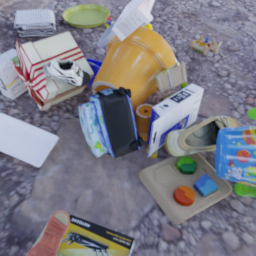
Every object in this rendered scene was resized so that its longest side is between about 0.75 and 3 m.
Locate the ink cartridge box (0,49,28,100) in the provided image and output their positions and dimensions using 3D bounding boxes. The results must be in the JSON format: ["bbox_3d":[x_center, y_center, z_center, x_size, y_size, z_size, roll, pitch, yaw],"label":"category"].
[{"bbox_3d":[-4.557,-2.094,11.033,0.689,1.574,1.143,26,51,24],"label":"ink cartridge box"}]

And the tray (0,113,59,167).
[{"bbox_3d":[-3.592,0.411,9.237,2.337,0.259,1.255,21,56,9],"label":"tray"}]

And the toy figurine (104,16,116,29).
[{"bbox_3d":[-0.888,-5.811,15.488,0.585,0.515,0.977,15,48,7],"label":"toy figurine"}]

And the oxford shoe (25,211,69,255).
[{"bbox_3d":[-1.884,2.761,6.445,0.611,0.637,1.725,33,68,-3],"label":"oxford shoe"}]

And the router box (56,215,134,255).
[{"bbox_3d":[-0.920,3.075,6.716,1.806,0.472,1.420,15,47,14],"label":"router box"}]

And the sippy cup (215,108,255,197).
[{"bbox_3d":[3.288,0.740,7.413,1.812,2.473,1.942,3,1,14],"label":"sippy cup"}]

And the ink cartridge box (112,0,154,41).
[{"bbox_3d":[0.561,-4.007,8.918,2.071,0.526,2.351,-32,26,33],"label":"ink cartridge box"}]

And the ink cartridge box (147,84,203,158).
[{"bbox_3d":[1.400,-0.311,9.148,0.559,1.417,2.850,31,44,29],"label":"ink cartridge box"}]

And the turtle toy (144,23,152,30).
[{"bbox_3d":[0.827,-3.371,12.334,1.631,1.131,2.238,-39,74,9],"label":"turtle toy"}]

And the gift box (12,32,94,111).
[{"bbox_3d":[-2.801,-2.112,10.112,2.166,2.320,2.141,-30,84,-27],"label":"gift box"}]

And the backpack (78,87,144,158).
[{"bbox_3d":[-0.653,-0.200,8.746,1.617,2.013,2.200,-16,13,-8],"label":"backpack"}]

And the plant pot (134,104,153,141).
[{"bbox_3d":[0.607,-0.253,9.585,1.052,0.963,1.052,-2,49,2],"label":"plant pot"}]

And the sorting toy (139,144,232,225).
[{"bbox_3d":[1.445,1.297,8.539,2.106,0.378,2.826,-23,50,-21],"label":"sorting toy"}]

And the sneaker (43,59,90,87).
[{"bbox_3d":[-1.781,-1.800,8.998,1.684,0.745,0.624,3,67,-47],"label":"sneaker"}]

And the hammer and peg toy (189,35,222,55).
[{"bbox_3d":[3.840,-3.964,13.650,1.427,0.503,1.050,34,53,29],"label":"hammer and peg toy"}]

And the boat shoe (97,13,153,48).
[{"bbox_3d":[-0.189,-3.967,11.662,0.961,2.879,1.059,34,58,-26],"label":"boat shoe"}]

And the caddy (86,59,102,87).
[{"bbox_3d":[-1.566,-2.408,11.881,1.583,0.831,1.119,20,48,18],"label":"caddy"}]

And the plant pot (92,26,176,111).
[{"bbox_3d":[0.032,-1.880,10.272,2.683,2.683,2.456,23,61,21],"label":"plant pot"}]

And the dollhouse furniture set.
[{"bbox_3d":[1.493,-1.519,9.980,1.102,2.206,0.852,-28,50,-3],"label":"dollhouse furniture set"}]

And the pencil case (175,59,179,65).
[{"bbox_3d":[0.952,-2.274,10.903,1.972,0.820,0.895,-28,61,10],"label":"pencil case"}]

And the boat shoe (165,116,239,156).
[{"bbox_3d":[2.516,0.213,8.673,2.907,0.915,1.060,-9,86,-28],"label":"boat shoe"}]

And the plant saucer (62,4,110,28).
[{"bbox_3d":[-2.381,-6.360,16.067,2.683,0.417,2.683,0,46,0],"label":"plant saucer"}]

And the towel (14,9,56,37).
[{"bbox_3d":[-4.942,-5.551,14.983,2.044,0.875,1.693,-8,47,-10],"label":"towel"}]
